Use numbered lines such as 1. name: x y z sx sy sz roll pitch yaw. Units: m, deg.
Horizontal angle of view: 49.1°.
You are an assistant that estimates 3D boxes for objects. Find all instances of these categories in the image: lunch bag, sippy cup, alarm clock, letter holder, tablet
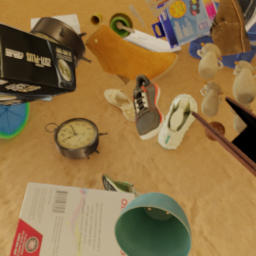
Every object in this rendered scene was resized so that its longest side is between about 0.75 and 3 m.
1. lunch bag: 3.798 -3.839 11.043 2.899 1.918 1.970 20 50 17
2. sippy cup: -4.172 -0.609 8.403 1.621 1.736 2.211 7 9 20
3. alarm clock: -1.534 -1.747 5.764 1.639 1.106 0.546 12 67 35
4. alarm clock: -1.640 0.257 8.183 1.862 0.620 1.256 22 52 17
5. letter holder: 2.149 0.299 3.690 1.177 1.664 2.341 -48 42 11
6. tablet: 0.727 -3.681 11.723 2.654 0.181 1.727 29 33 24

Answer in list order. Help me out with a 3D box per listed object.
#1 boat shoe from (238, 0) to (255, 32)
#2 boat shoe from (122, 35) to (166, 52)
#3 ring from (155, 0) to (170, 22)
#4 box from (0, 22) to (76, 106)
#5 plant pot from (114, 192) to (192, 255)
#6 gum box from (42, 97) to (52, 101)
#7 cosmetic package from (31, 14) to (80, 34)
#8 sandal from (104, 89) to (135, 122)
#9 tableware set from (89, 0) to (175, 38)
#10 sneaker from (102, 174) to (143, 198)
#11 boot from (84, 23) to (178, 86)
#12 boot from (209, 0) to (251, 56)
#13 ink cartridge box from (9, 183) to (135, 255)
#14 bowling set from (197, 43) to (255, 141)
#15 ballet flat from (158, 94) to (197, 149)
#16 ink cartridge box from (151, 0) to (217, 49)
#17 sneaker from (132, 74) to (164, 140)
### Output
1. boat shoe: 2.941 -3.053 7.535 0.735 2.168 0.778 -12 75 -5
2. boat shoe: 0.268 -2.815 10.875 2.781 0.972 0.921 29 74 24
3. ring: 2.111 -3.831 8.698 2.528 2.528 0.243 -2 55 -2
4. box: -2.053 -0.921 4.723 1.825 1.495 0.786 -7 85 30
5. plant pot: 0.423 1.442 4.333 1.126 1.126 0.758 11 24 10
6. gum box: -3.567 -2.211 10.454 2.289 0.600 2.694 6 48 6
7. cosmetic package: -3.176 -4.376 12.353 2.013 0.745 1.023 -12 49 -9
8. sandal: -0.199 -0.984 9.327 0.669 0.600 1.824 -25 52 -21
9. tableware set: -0.054 -2.827 6.340 1.979 1.333 0.304 -23 25 35
10. sneaker: -0.125 1.568 7.157 1.289 0.496 0.571 35 44 21
11. boot: -0.056 -1.488 5.465 1.862 1.333 0.655 -4 46 51
12. boot: 1.916 -2.079 5.530 0.707 1.874 0.690 -14 56 24
13. ink cartridge box: -1.069 2.217 5.846 2.342 1.003 1.729 10 47 -9
14. bowling set: 1.997 -0.589 5.645 2.207 1.536 1.185 32 45 -7
15. ballet flat: 1.640 -0.397 8.656 0.900 0.900 2.507 16 49 14
16. ink cartridge box: 1.528 -2.958 7.716 1.728 1.179 0.660 -20 4 13
17. sneaker: 0.229 -0.390 4.686 0.512 0.544 1.328 -27 40 24
